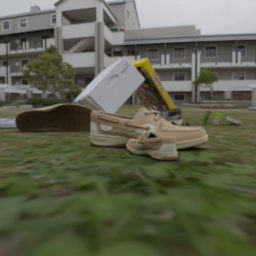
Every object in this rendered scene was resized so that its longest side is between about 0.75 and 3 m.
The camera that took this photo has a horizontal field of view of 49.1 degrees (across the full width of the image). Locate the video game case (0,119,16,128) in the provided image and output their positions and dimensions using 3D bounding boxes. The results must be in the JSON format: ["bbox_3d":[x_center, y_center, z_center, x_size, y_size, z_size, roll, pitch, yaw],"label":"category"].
[{"bbox_3d":[-5.236,-0.179,10.773,2.063,0.260,2.264,-1,5,-17],"label":"video game case"}]

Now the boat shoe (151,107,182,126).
[{"bbox_3d":[0.943,-0.428,10.610,2.360,0.776,0.843,-1,5,-15],"label":"boat shoe"}]

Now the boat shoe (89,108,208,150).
[{"bbox_3d":[0.328,-0.010,5.398,2.342,0.756,0.835,1,5,15],"label":"boat shoe"}]

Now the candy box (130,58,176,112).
[{"bbox_3d":[0.883,-1.506,11.636,1.488,2.911,0.384,5,48,50],"label":"candy box"}]

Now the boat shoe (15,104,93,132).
[{"bbox_3d":[-2.256,-0.304,8.859,2.409,0.869,0.782,-7,7,-12],"label":"boat shoe"}]

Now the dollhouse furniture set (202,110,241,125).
[{"bbox_3d":[3.959,-0.240,11.839,1.495,0.577,0.747,22,5,20],"label":"dollhouse furniture set"}]

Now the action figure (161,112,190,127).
[{"bbox_3d":[0.792,-0.055,6.777,1.316,0.672,0.782,4,17,29],"label":"action figure"}]

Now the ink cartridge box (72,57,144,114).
[{"bbox_3d":[-0.827,-1.327,10.354,1.115,1.924,2.657,45,-15,-15],"label":"ink cartridge box"}]

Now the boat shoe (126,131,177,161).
[{"bbox_3d":[0.372,0.243,4.534,0.431,0.390,1.209,-3,5,-32],"label":"boat shoe"}]
